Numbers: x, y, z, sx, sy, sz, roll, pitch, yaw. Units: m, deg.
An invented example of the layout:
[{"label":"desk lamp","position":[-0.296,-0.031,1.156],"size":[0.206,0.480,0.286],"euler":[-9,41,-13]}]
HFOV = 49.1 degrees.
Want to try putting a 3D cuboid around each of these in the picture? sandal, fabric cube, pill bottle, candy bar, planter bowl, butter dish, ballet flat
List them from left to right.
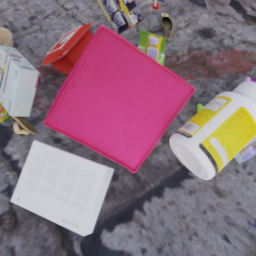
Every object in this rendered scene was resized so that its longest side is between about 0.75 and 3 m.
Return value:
[{"label":"planter bowl","position":[-6.057,-3.815,13.108],"size":[1.487,1.001,1.487],"euler":[0,58,1]},{"label":"sandal","position":[-4.296,-0.044,11.140],"size":[1.759,0.645,0.578],"euler":[39,97,29]},{"label":"butter dish","position":[-2.300,-3.196,12.405],"size":[2.345,1.734,2.339],"euler":[0,50,51]},{"label":"fabric cube","position":[-0.365,-1.014,8.429],"size":[2.919,2.975,2.966],"euler":[31,14,-17]},{"label":"candy bar","position":[0.779,-2.025,10.108],"size":[0.649,2.603,0.288],"euler":[15,15,26]},{"label":"ballet flat","position":[2.003,-5.242,14.302],"size":[0.685,0.471,2.032],"euler":[-3,58,-2]},{"label":"pill bottle","position":[2.493,-0.010,7.372],"size":[2.635,1.467,1.467],"euler":[-40,66,-10]}]

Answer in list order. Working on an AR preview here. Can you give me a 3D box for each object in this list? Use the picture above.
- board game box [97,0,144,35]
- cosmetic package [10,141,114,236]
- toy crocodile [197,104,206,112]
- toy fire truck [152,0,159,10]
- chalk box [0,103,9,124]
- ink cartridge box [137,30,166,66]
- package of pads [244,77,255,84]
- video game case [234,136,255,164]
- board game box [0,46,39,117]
[{"label":"board game box","position":[-0.405,-4.255,9.579],"size":[0.532,1.550,1.875],"euler":[-37,109,-14]},{"label":"cosmetic package","position":[-1.874,1.629,7.924],"size":[2.487,0.643,1.875],"euler":[18,82,19]},{"label":"toy crocodile","position":[3.555,-0.620,11.430],"size":[1.548,0.478,0.523],"euler":[20,60,11]},{"label":"toy fire truck","position":[1.035,-4.610,9.598],"size":[0.225,0.922,0.650],"euler":[22,69,15]},{"label":"chalk box","position":[-5.223,-1.109,11.476],"size":[0.920,0.914,1.474],"euler":[17,60,10]},{"label":"ink cartridge box","position":[0.899,-3.251,12.310],"size":[1.294,1.751,0.663],"euler":[24,61,14]},{"label":"package of pads","position":[5.265,-1.347,11.816],"size":[0.940,0.590,1.559],"euler":[19,60,8]},{"label":"video game case","position":[4.601,-0.150,10.706],"size":[2.396,0.544,2.172],"euler":[-30,70,-6]},{"label":"board game box","position":[-3.716,-1.535,9.005],"size":[0.675,1.549,2.100],"euler":[-2,33,-45]}]
